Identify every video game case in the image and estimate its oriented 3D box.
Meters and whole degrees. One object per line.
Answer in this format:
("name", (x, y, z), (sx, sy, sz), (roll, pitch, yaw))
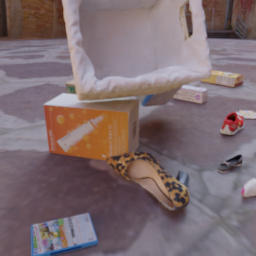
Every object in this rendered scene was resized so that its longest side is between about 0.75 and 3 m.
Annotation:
("video game case", (-1.083, 1.785, 4.685), (1.019, 0.091, 0.729), (-7, 24, -17))

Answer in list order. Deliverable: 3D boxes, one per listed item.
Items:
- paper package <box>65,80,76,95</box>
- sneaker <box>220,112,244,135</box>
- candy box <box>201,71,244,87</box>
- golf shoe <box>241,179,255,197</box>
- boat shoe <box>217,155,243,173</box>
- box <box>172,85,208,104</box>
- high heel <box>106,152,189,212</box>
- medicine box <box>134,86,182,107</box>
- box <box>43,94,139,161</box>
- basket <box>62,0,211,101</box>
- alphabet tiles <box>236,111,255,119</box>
("paper package", (-2.181, -1.879, 13.093), (1.131, 0.585, 1.078), (12, 25, 24))
("sneaker", (3.398, -0.227, 8.966), (0.551, 0.608, 1.432), (13, 26, 30))
("candy box", (5.073, -2.682, 15.127), (1.942, 0.537, 1.121), (19, 28, 41))
("golf shoe", (2.717, 1.238, 5.736), (0.900, 0.339, 0.412), (-13, 29, -27))
("boat shoe", (2.475, 0.847, 6.803), (0.840, 0.239, 0.281), (-14, 26, -32))
("box", (2.137, -1.646, 12.557), (2.804, 0.543, 0.581), (17, 27, 36))
("high heel", (0.311, 1.041, 5.664), (1.908, 0.681, 1.360), (14, 18, 10))
("medicine box", (1.149, -1.668, 9.104), (1.004, 1.776, 1.950), (49, 25, 14))
("box", (-0.914, -0.039, 7.427), (2.245, 1.396, 1.094), (6, 23, 15))
("basket", (-0.046, -2.099, 6.381), (2.824, 2.799, 2.271), (-9, -2, -15))
("alphabet tiles", (4.438, -0.476, 10.320), (0.834, 0.061, 0.816), (2, 23, 6))
